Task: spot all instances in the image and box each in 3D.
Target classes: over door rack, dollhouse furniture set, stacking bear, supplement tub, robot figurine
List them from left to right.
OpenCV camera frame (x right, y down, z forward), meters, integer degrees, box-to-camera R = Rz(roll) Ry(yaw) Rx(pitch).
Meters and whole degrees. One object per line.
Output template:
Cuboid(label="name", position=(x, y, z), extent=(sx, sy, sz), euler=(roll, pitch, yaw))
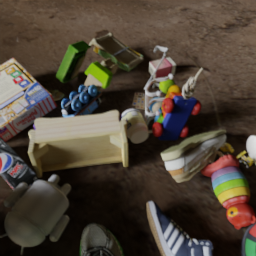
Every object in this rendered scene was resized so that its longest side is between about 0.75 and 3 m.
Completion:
Cuboid(label="robot figurine", position=(-2.201, 2.055, 6.842), extent=(1.595, 1.062, 1.881), euler=(39, 54, -3))
Cuboid(label="dollhouse furniture set", position=(-0.999, -2.424, 11.143), extent=(1.960, 1.501, 2.991), euler=(39, 38, 5))
Cuboid(label="supplement tub", position=(0.214, -0.057, 8.968), extent=(0.704, 0.704, 0.971), euler=(-13, 49, -11))
Cuboid(label="over door rack", position=(1.079, -1.284, 9.328), extent=(0.820, 1.820, 2.463), euler=(8, 49, 9))
Cuboid(label="stacking bear", position=(2.719, 1.718, 7.283), extent=(0.951, 1.015, 1.672), euler=(21, 45, -38))

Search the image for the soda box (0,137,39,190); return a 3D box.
Cuboid(label="soda box", position=(-3.343, 1.086, 7.926), extent=(2.058, 0.728, 0.652), euler=(35, 60, 28))

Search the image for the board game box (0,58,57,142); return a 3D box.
Cuboid(label="board game box", position=(-4.146, -1.076, 9.714), extent=(2.120, 0.648, 2.799), euler=(-37, 58, -18))

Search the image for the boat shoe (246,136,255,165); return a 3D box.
Cuboid(label="boat shoe", position=(4.172, 0.942, 8.192), extent=(0.607, 0.638, 1.772), euler=(4, 37, -26))

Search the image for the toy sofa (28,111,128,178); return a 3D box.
Cuboid(label="toy sofa", position=(-1.391, 0.457, 8.220), extent=(2.783, 1.152, 1.358), euler=(-7, 44, -6))

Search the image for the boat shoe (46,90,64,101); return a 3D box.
Cuboid(label="boat shoe", position=(-2.811, -1.225, 10.163), extent=(1.017, 0.320, 0.371), euler=(8, 48, 22))

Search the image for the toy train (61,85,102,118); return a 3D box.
Cuboid(label="toy train", position=(-1.529, -0.779, 9.437), extent=(0.721, 0.950, 1.663), euler=(7, 41, 36))

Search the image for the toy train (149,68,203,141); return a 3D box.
Cuboid(label="toy train", position=(1.434, -1.030, 8.521), extent=(1.139, 2.691, 1.557), euler=(1, 42, -21))

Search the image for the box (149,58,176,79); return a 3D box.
Cuboid(label="box", position=(1.357, -2.379, 11.185), extent=(0.913, 0.497, 0.584), euler=(-18, 51, -15))

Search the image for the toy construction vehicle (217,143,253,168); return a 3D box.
Cuboid(label="toy construction vehicle", position=(3.094, 0.850, 8.384), extent=(0.918, 0.372, 1.055), euler=(-27, 53, -22))

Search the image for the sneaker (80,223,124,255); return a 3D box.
Cuboid(label="sneaker", position=(-0.517, 3.122, 5.804), extent=(0.993, 1.084, 2.545), euler=(-17, 47, -4))

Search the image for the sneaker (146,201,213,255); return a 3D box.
Cuboid(label="sneaker", position=(1.226, 2.567, 6.586), extent=(1.106, 0.715, 2.039), euler=(-18, 58, -9))

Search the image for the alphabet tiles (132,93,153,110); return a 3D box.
Cuboid(label="alphabet tiles", position=(0.535, -0.981, 10.255), extent=(0.693, 0.031, 0.829), euler=(7, 49, 6))

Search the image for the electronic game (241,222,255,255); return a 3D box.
Cuboid(label="electronic game", position=(3.642, 3.027, 6.404), extent=(2.029, 0.422, 2.029), euler=(0, 49, 0))

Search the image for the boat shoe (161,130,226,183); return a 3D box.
Cuboid(label="boat shoe", position=(2.021, 0.744, 8.113), extent=(2.634, 0.984, 0.901), euler=(-20, 91, -36))
